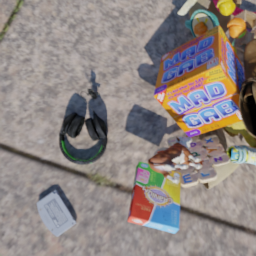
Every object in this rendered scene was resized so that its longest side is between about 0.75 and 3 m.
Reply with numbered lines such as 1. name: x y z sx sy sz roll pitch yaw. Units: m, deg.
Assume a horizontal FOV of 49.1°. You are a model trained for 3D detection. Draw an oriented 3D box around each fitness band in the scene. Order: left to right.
1. fitness band: 3.352 -3.853 8.287 1.750 2.437 0.456 28 94 36

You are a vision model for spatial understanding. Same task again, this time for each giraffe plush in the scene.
1. giraffe plush: 3.596 -0.142 8.481 1.512 1.609 1.865 33 81 11

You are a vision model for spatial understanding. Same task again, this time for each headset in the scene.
1. headset: -1.351 -0.043 9.023 1.503 1.144 2.434 6 87 5

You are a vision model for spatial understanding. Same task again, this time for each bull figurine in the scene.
1. bull figurine: 1.149 0.688 6.490 1.521 0.495 0.923 -25 40 -38

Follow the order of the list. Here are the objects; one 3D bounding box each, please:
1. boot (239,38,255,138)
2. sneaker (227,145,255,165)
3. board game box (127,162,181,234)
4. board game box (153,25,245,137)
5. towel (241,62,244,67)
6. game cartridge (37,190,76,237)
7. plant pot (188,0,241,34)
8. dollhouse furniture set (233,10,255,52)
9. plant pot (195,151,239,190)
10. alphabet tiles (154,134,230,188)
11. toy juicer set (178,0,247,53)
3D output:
1. boot: 3.201 -1.038 6.749 1.115 1.088 2.955 11 65 -28
2. sneaker: 3.265 0.803 7.450 0.904 1.385 0.551 1 97 -34
3. board game box: 0.688 1.682 6.930 1.186 0.312 1.550 16 48 -5
4. board game box: 2.152 -1.247 7.996 1.919 1.919 1.920 -22 37 35
5. towel: 4.542 -1.288 9.526 1.350 0.351 2.037 5 71 -1
6. game cartridge: -2.176 2.563 8.338 0.786 0.238 1.178 -33 74 -14
7. plant pot: 2.892 -4.289 9.953 1.883 1.883 1.264 -40 50 -12
8. dollhouse furniture set: 4.090 -2.084 9.109 2.229 1.540 2.361 10 81 -16
9. plant pot: 2.648 1.130 8.329 1.123 1.052 1.052 -22 73 -3
10. alphabet tiles: 1.784 0.840 8.089 1.950 0.146 1.994 -15 37 5
11. toy juicer set: 2.433 -3.341 8.606 0.735 1.719 2.702 -29 69 -20
